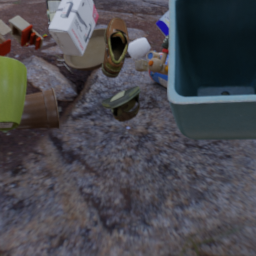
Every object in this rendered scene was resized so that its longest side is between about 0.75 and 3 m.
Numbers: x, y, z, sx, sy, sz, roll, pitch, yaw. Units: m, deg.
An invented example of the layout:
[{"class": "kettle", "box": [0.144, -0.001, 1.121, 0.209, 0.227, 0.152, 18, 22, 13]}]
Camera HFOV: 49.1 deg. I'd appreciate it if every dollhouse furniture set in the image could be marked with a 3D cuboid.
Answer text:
[{"class": "dollhouse furniture set", "box": [-3.154, -2.071, 7.228, 0.898, 1.744, 1.725, 43, 60, -3]}]

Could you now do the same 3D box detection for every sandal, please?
[{"class": "sandal", "box": [-0.029, -0.452, 6.253, 0.833, 0.599, 2.098, -24, -5, 3]}]

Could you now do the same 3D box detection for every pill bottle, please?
[{"class": "pill bottle", "box": [2.113, -2.350, 12.400, 1.360, 1.360, 2.423, -23, 40, -30]}]

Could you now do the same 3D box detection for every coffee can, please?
[{"class": "coffee can", "box": [-2.626, -4.165, 10.077, 0.580, 0.793, 0.580, -4, 15, 1]}]

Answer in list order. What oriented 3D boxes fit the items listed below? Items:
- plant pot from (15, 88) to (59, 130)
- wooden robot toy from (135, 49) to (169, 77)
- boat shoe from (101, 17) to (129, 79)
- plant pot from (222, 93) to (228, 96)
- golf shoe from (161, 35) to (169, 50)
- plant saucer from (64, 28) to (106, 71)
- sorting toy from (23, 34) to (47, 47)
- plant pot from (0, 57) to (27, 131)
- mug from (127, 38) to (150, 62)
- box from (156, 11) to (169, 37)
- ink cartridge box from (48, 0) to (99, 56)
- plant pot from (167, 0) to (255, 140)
[{"class": "plant pot", "box": [-2.331, -0.408, 7.007, 1.042, 1.052, 1.052, -10, 36, -19]}, {"class": "wooden robot toy", "box": [1.039, -2.338, 9.967, 2.395, 1.055, 1.087, 21, 12, 41]}, {"class": "boat shoe", "box": [-0.320, -2.876, 9.408, 0.894, 0.845, 2.485, 9, 63, -16]}, {"class": "plant pot", "box": [2.938, -1.748, 8.570, 1.551, 1.551, 1.458, 13, 68, 18]}, {"class": "golf shoe", "box": [2.314, -2.962, 9.139, 2.873, 1.109, 1.266, -29, 78, -35]}, {"class": "plant saucer", "box": [-1.399, -3.118, 11.211, 2.417, 0.356, 2.417, -9, 53, 12]}, {"class": "sorting toy", "box": [-3.958, -3.651, 11.892, 1.107, 0.187, 0.534, -28, 7, 6]}, {"class": "plant pot", "box": [-2.401, -0.559, 5.260, 1.069, 1.069, 1.143, -9, 74, -13]}, {"class": "mug", "box": [0.483, -3.290, 11.817, 0.886, 1.011, 0.746, -31, 76, 11]}, {"class": "box", "box": [2.312, -4.223, 11.550, 1.571, 1.709, 0.896, 51, 17, 4]}, {"class": "ink cartridge box", "box": [-1.607, -3.200, 8.499, 0.695, 1.194, 1.639, 14, 72, 18]}, {"class": "plant pot", "box": [2.353, -1.025, 6.257, 2.771, 2.831, 2.779, -1, 63, 11]}]
